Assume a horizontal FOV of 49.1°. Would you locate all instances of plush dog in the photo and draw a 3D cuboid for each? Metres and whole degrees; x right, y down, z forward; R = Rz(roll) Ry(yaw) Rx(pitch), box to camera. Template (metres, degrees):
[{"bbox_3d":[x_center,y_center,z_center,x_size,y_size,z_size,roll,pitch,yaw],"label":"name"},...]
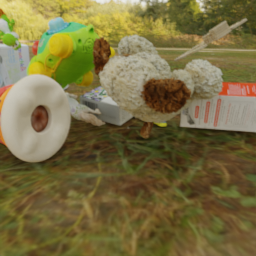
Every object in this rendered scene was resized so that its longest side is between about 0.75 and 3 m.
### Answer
[{"bbox_3d":[0.335,-0.927,6.414,2.911,2.335,2.500,30,9,26],"label":"plush dog"}]

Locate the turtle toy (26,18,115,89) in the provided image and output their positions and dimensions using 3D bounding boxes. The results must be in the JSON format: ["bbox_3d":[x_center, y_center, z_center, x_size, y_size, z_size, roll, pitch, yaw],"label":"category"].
[{"bbox_3d":[-1.787,-1.882,7.536,2.685,1.357,1.957,-36,-19,34],"label":"turtle toy"}]

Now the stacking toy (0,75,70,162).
[{"bbox_3d":[-2.825,-0.281,6.524,2.567,1.876,1.876,6,20,28],"label":"stacking toy"}]

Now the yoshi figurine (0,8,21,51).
[{"bbox_3d":[-3.096,-2.450,7.045,0.585,1.041,0.583,-27,9,48],"label":"yoshi figurine"}]

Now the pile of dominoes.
[{"bbox_3d":[1.993,-2.304,7.190,1.368,0.280,1.756,-34,10,-9],"label":"pile of dominoes"}]

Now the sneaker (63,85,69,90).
[{"bbox_3d":[-3.482,-2.084,13.550,1.227,0.534,0.457,-9,21,-27],"label":"sneaker"}]

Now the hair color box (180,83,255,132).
[{"bbox_3d":[2.563,-0.595,7.743,2.170,1.203,0.694,4,43,11],"label":"hair color box"}]

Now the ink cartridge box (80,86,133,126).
[{"bbox_3d":[-0.132,-1.110,9.807,1.585,0.733,2.910,17,33,29],"label":"ink cartridge box"}]

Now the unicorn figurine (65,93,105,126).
[{"bbox_3d":[-1.796,-0.636,8.295,2.131,0.787,1.464,13,5,25],"label":"unicorn figurine"}]

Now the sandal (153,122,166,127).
[{"bbox_3d":[0.868,-0.311,8.672,0.345,0.378,0.868,-4,17,-44],"label":"sandal"}]

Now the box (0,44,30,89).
[{"bbox_3d":[-4.420,-1.633,9.565,2.038,2.310,1.117,-10,22,-30],"label":"box"}]
